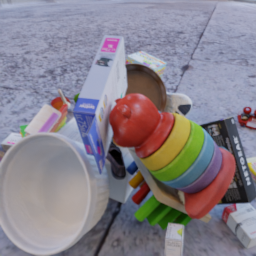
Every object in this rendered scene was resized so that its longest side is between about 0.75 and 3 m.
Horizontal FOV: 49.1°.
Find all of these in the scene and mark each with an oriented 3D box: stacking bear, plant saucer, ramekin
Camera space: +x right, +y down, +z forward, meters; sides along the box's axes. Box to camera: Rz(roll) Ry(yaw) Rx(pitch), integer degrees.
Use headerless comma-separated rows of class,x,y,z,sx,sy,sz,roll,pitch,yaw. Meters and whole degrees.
stacking bear,0.815,0.387,6.296,2.910,1.655,1.767,37,16,-17
plant saucer,0.165,-0.992,9.549,2.343,2.343,0.403,7,6,11
ramekin,-1.920,1.673,7.576,2.992,2.992,1.570,16,0,23

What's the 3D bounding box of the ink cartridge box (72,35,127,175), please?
ink cartridge box,-0.591,-0.564,6.464,0.595,1.692,2.835,6,56,8

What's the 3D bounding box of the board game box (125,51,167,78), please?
board game box,0.483,-1.884,12.679,1.385,2.642,1.361,30,34,18

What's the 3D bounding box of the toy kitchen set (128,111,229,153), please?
toy kitchen set,1.413,0.327,7.367,1.689,2.108,1.242,-3,67,45

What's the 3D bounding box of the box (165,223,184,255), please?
box,0.969,2.731,5.950,0.350,1.163,0.678,3,8,13

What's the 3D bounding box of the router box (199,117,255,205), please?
router box,2.470,1.037,8.275,0.620,2.375,1.868,-13,-3,-45

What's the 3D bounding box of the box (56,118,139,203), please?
box,-0.919,0.886,9.712,2.872,1.527,2.187,19,37,16

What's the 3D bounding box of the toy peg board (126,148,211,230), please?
toy peg board,0.823,1.784,7.786,2.156,1.054,2.147,33,14,-35

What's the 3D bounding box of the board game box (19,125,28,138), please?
board game box,-3.344,0.702,10.738,1.130,0.355,2.366,-9,50,-29

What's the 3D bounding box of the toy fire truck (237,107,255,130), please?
toy fire truck,5.579,-0.374,12.824,1.160,0.651,0.974,17,55,26

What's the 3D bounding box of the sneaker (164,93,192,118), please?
sneaker,1.502,-0.440,10.553,1.914,2.941,1.174,-7,69,-45

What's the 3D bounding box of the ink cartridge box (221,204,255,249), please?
ink cartridge box,3.408,2.750,8.058,0.832,0.483,1.153,-12,35,-17

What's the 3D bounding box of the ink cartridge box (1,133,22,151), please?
ink cartridge box,-4.061,0.480,11.650,1.741,0.379,1.511,8,36,12

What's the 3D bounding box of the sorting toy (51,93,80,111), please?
sorting toy,-2.294,-1.041,13.568,2.865,0.994,0.987,-12,57,-1

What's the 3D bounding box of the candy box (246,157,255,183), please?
candy box,5.263,1.952,9.371,1.510,0.390,2.954,-9,34,-9

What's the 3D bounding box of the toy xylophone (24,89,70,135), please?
toy xylophone,-2.504,-0.118,9.348,0.712,2.835,2.076,33,83,1

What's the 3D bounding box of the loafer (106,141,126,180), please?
loafer,-0.350,0.817,8.085,0.543,0.476,1.512,-1,36,-19

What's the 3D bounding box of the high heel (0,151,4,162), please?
high heel,-5.410,1.203,10.399,2.977,1.003,1.428,23,78,46
